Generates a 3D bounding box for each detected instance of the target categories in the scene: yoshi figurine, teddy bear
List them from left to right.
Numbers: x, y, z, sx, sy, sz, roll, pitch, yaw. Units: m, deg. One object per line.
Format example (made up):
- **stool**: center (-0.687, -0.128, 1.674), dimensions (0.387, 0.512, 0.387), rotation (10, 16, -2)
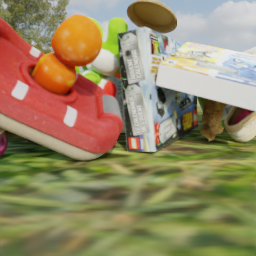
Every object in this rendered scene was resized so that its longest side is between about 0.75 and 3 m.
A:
- **yoshi figurine**: center (-0.900, -1.123, 5.672), dimensions (1.404, 2.508, 1.410), rotation (6, 32, -36)
- **teddy bear**: center (1.667, -0.326, 5.411), dimensions (0.449, 1.346, 0.976), rotation (5, 39, 13)

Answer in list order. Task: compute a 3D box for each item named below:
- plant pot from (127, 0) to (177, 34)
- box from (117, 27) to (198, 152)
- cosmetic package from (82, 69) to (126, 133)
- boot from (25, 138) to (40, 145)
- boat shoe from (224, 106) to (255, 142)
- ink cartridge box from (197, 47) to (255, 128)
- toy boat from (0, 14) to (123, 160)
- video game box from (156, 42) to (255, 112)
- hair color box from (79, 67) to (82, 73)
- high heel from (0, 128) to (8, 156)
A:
- **plant pot**: center (0.425, -1.944, 4.862), dimensions (0.907, 0.125, 0.907), rotation (18, -10, 3)
- **box**: center (0.785, -0.778, 5.812), dimensions (0.583, 2.001, 2.922), rotation (-2, 7, 28)
- **cosmetic package**: center (-0.041, -0.800, 7.419), dimensions (1.899, 1.565, 1.567), rotation (-7, 13, -35)
- **boot**: center (-1.621, 0.158, 5.407), dimensions (0.986, 0.363, 0.372), rotation (16, 10, 27)
- **boat shoe**: center (2.521, -0.606, 5.393), dimensions (0.641, 1.853, 0.683), rotation (31, 2, -37)
- **ink cartridge box**: center (2.987, -1.446, 7.411), dimensions (2.157, 1.105, 2.918), rotation (-22, 27, 24)
- **toy boat**: center (-1.029, -0.824, 3.988), dimensions (2.644, 1.728, 1.725), rotation (28, 26, -27)
- **video game box**: center (1.648, -0.935, 4.756), dimensions (1.868, 0.437, 1.702), rotation (18, 32, 18)
- **hair color box**: center (-1.187, -1.226, 8.653), dimensions (1.007, 0.617, 2.035), rotation (-28, -29, -5)
- **high heel**: center (-2.668, 0.382, 3.767), dimensions (2.002, 0.674, 0.960), rotation (-24, -14, -33)
